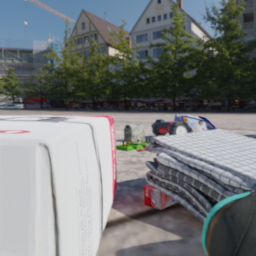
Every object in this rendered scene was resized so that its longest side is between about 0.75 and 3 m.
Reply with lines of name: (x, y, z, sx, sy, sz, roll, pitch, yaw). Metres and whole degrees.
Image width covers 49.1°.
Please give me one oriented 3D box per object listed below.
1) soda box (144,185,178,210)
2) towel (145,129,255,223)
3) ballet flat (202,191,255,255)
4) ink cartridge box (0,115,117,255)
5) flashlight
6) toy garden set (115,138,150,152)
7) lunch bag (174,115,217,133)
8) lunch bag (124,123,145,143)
soda box: (0.566, 0.846, 3.759, 0.283, 0.257, 0.810, 4, 5, 43)
towel: (1.204, 0.590, 3.279, 1.443, 0.746, 1.742, -5, 16, -36)
ballet flat: (1.846, 0.720, 2.036, 2.731, 0.928, 0.934, -12, 18, -22)
ink cartridge box: (-1.219, 0.474, 2.658, 1.986, 1.140, 2.734, 0, 4, 3)
flashlight: (1.555, 0.125, 10.654, 0.789, 0.792, 2.331, -46, 11, -12)
toy garden set: (0.458, 0.494, 8.411, 1.383, 0.276, 1.153, -4, 6, -43)
lunch bag: (2.657, -0.015, 11.091, 1.574, 0.974, 1.338, 14, 4, -2)
lunch bag: (0.232, 0.172, 10.203, 0.782, 0.656, 0.545, -4, 6, -44)
